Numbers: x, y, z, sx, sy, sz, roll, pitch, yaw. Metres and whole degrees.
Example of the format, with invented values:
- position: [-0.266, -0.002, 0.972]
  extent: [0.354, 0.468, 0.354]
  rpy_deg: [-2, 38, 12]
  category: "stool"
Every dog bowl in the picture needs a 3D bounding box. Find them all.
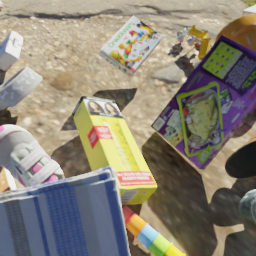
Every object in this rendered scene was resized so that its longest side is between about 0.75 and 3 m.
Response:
- position: [-2.991, -0.967, 7.243]
  extent: [1.599, 0.469, 1.599]
  rpy_deg: [-31, 26, 17]
  category: "dog bowl"

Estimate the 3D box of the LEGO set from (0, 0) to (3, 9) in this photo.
- position: [-5.797, -4.393, 10.728]
  extent: [1.000, 0.809, 2.175]
  rpy_deg: [35, 44, -16]
  category: "LEGO set"

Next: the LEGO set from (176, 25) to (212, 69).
- position: [2.403, -2.564, 9.194]
  extent: [0.953, 0.771, 2.071]
  rpy_deg: [-31, 54, 19]
  category: "LEGO set"

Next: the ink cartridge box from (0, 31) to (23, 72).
- position: [-3.738, -2.419, 8.793]
  extent: [0.757, 0.441, 1.039]
  rpy_deg: [-29, 46, 32]
  category: "ink cartridge box"

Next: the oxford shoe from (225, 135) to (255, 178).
- position: [3.029, 0.428, 6.260]
  extent: [2.118, 0.755, 0.755]
  rpy_deg: [-30, 98, -3]
  category: "oxford shoe"

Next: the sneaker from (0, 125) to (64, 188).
- position: [-1.721, 0.756, 5.261]
  extent: [0.889, 2.016, 0.820]
  rpy_deg: [14, 54, 43]
  category: "sneaker"

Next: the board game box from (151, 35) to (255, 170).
- position: [1.952, -0.608, 6.475]
  extent: [2.745, 0.443, 1.648]
  rpy_deg: [-52, 54, 10]
  category: "board game box"

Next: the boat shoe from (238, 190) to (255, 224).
- position: [3.348, 1.198, 5.687]
  extent: [2.590, 0.800, 0.943]
  rpy_deg: [-21, 89, -22]
  category: "boat shoe"

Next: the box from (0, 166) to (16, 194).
- position: [-2.722, 1.532, 5.557]
  extent: [0.993, 0.694, 1.304]
  rpy_deg: [-22, 53, -18]
  category: "box"

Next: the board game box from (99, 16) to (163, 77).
- position: [0.111, -2.372, 8.067]
  extent: [1.094, 0.300, 1.733]
  rpy_deg: [35, 63, 2]
  category: "board game box"

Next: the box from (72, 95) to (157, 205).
- position: [-0.404, 0.416, 6.294]
  extent: [1.012, 0.674, 2.690]
  rpy_deg: [7, 42, -35]
  category: "box"

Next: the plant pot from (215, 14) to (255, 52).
- position: [3.556, -2.159, 8.192]
  extent: [1.627, 1.627, 1.490]
  rpy_deg: [-7, 62, -6]
  category: "plant pot"

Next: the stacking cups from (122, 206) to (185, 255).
- position: [0.388, 1.994, 5.226]
  extent: [1.422, 0.430, 0.430]
  rpy_deg: [40, 60, 23]
  category: "stacking cups"

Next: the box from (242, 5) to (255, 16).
- position: [4.525, -3.136, 8.968]
  extent: [0.846, 1.212, 1.591]
  rpy_deg: [-27, 42, -22]
  category: "box"

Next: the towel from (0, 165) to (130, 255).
- position: [-1.345, 1.900, 4.807]
  extent: [2.725, 0.324, 2.001]
  rpy_deg: [-12, 94, -9]
  category: "towel"
